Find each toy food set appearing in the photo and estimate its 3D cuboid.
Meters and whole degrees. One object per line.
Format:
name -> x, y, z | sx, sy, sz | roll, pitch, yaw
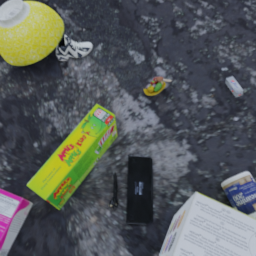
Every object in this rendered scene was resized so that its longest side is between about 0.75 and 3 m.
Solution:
toy food set -> 0.935, -1.509, 9.480 | 0.601, 0.334, 1.021 | 23, 55, 39

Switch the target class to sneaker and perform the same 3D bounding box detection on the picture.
sneaker -> -1.983, -2.988, 10.096 | 1.371, 0.892, 0.547 | -13, 66, -6

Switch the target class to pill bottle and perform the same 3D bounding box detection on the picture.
pill bottle -> 3.323, 2.080, 7.708 | 0.871, 0.871, 1.570 | -20, 66, -9

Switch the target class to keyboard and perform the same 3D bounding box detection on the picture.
keyboard -> 0.094, 1.781, 8.220 | 1.286, 0.208, 2.024 | 5, 64, -6

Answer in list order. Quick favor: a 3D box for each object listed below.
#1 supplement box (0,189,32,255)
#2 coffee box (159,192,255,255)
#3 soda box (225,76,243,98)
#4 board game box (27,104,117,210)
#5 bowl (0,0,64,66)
supplement box -> -3.440, 2.610, 7.458 | 0.893, 0.874, 1.728 | 20, 66, 9
coffee box -> 2.000, 3.476, 5.943 | 2.840, 2.836, 2.809 | 23, 66, 11
soda box -> 3.598, -1.397, 9.508 | 0.259, 0.240, 0.758 | -19, 53, -1
board game box -> -1.431, 0.842, 7.976 | 0.678, 1.447, 2.849 | 32, 69, 16
bowl -> -3.700, -3.591, 9.760 | 2.551, 1.373, 2.551 | -8, 60, 15
